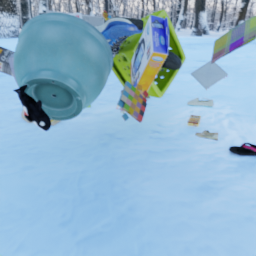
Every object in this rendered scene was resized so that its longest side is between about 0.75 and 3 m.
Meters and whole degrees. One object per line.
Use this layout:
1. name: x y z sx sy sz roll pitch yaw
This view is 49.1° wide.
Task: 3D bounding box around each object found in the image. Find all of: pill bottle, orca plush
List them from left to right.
1. pill bottle: -4.699 -2.544 10.646 1.581 0.920 0.920 20 21 -11
2. orca plush: -2.223 -0.561 6.826 0.682 0.461 1.297 0 56 -59

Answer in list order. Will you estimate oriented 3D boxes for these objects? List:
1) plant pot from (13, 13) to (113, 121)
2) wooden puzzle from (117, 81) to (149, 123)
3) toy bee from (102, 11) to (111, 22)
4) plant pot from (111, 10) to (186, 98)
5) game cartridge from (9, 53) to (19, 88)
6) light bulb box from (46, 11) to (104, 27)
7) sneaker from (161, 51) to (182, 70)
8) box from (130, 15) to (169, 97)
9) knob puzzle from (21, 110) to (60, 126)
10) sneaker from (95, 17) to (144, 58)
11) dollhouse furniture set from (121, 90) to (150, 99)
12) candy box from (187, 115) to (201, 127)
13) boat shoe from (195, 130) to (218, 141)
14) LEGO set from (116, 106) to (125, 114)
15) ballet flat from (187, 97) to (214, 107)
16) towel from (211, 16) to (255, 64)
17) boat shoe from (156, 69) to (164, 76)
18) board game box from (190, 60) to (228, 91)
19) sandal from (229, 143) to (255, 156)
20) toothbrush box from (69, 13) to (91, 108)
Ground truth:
1. plant pot: -1.973 -1.457 8.094 2.909 2.909 1.949 2 53 4
2. wooden puzzle: 0.148 -0.696 7.434 0.098 0.831 1.401 -24 38 44
3. toy bee: -0.987 -5.168 13.328 0.825 0.448 0.540 31 15 -36
4. plant pot: 0.581 -3.027 11.833 2.329 2.554 2.567 10 57 44
5. game cartridge: -3.701 -2.020 10.380 0.390 1.926 1.284 2 44 13
6. light bulb box: -2.260 -4.028 12.286 2.349 1.479 2.370 4 12 -8
7. sneaker: 1.116 -2.733 11.469 2.154 0.812 0.854 21 56 12
8. box: 0.574 -2.073 8.216 0.492 2.374 1.413 6 60 -12
9. knob puzzle: -4.092 -0.839 13.672 2.721 0.377 2.721 0 24 0
10. sneaker: -0.476 -3.152 10.063 1.103 1.252 2.809 -13 8 -40
11. dollhouse furniture set: 0.801 -2.410 16.262 2.265 1.136 1.483 -16 29 -32
12. candy box: 2.998 -0.324 12.675 0.493 0.236 0.853 8 26 20
13. boat shoe: 2.325 0.194 8.275 0.290 0.261 0.804 9 2 -34
14. LEGO set: -0.154 -0.879 8.809 0.370 0.995 0.458 9 28 -10
15. ballet flat: 3.841 -1.399 14.846 1.401 0.503 0.503 6 25 15
16. towel: 3.338 -2.784 8.858 1.682 0.192 1.208 -28 33 48
17. boat shoe: 1.072 -3.745 13.970 0.941 0.776 2.741 -32 66 -7
18. board game box: 3.325 -2.168 11.520 1.095 0.142 1.095 -33 55 0
19. sandal: 4.492 0.755 10.071 1.679 0.378 0.631 4 24 9
20. toothbrush box: -2.127 -2.406 10.410 1.239 2.878 2.095 -7 47 -7
